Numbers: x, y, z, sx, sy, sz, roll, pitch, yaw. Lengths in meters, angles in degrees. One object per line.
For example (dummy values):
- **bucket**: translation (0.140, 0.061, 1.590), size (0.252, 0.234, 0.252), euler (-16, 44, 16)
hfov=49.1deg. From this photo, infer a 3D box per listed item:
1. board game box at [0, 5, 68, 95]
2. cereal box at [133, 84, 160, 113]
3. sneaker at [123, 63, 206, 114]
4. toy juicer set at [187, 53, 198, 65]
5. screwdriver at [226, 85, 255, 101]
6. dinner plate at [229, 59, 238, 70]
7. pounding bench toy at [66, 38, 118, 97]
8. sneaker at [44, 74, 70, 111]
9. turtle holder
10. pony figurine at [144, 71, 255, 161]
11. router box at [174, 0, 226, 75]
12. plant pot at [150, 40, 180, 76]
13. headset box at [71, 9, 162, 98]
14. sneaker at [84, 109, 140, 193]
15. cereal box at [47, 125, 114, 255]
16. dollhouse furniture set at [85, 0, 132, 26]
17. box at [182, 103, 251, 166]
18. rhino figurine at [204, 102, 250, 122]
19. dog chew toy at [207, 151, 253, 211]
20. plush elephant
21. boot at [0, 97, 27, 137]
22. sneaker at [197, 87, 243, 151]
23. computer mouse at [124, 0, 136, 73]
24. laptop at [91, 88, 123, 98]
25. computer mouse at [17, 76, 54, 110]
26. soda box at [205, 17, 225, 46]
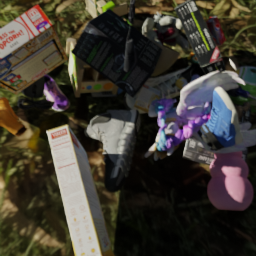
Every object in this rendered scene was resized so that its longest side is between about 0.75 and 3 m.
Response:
- **board game box**: translation (-2.723, -1.868, 7.417), size (1.988, 2.624, 0.608), euler (-36, 90, -6)
- **cereal box**: translation (0.597, -0.916, 8.820), size (0.588, 0.162, 0.817), euler (26, 75, -5)
- **sneaker**: translation (1.290, -1.445, 9.109), size (2.940, 1.691, 1.109), euler (-23, 86, -16)
- **toy juicer set**: translation (2.576, -2.704, 10.987), size (0.509, 0.218, 0.800), euler (12, 57, 8)
- **screwdriver**: translation (3.465, -0.808, 7.597), size (0.429, 0.411, 2.948), euler (-16, 31, -24)
- **dinner plate**: translation (4.037, -2.184, 10.359), size (0.925, 0.112, 0.925), euler (35, 29, -23)
- **pounding bench toy**: translation (-1.171, -2.333, 9.780), size (1.652, 1.316, 2.118), euler (-7, 58, -21)
- **sneaker**: translation (-2.613, -1.259, 9.678), size (0.632, 0.694, 1.570), euler (-33, 70, -20)
- **turtle holder**: translation (3.742, -1.312, 9.301), size (1.807, 1.373, 1.283), euler (4, 80, 21)
- **pony figurine**: translation (1.726, -0.383, 7.483), size (2.753, 2.375, 2.852), euler (-21, 28, 19)
- **router box**: translation (2.153, -2.546, 8.225), size (0.613, 1.478, 1.973), euler (-25, 78, 19)
- **plant pot**: translation (0.888, -2.552, 10.198), size (1.680, 1.128, 1.680), euler (22, 20, -9)
- **headset box**: translation (-0.294, -2.285, 8.173), size (2.278, 1.057, 1.984), euler (35, 34, -10)
- **sneaker**: translation (-0.652, 0.560, 8.389), size (1.585, 1.030, 2.745), euler (9, 54, 13)
- **cereal box**: translation (-1.062, 1.626, 6.536), size (0.574, 2.089, 2.904), euler (-19, 65, -4)
- **dollhouse furniture set**: translation (-0.918, -5.209, 11.879), size (1.173, 1.531, 2.337), euler (-26, 60, -15)
- **box**: translation (2.842, 0.131, 8.857), size (1.792, 0.565, 2.272), euler (14, 57, 9)
- **rhino figurine**: translation (2.572, -0.638, 8.593), size (2.015, 0.602, 0.881), euler (21, 45, 31)
- **dog chew toy**: translation (2.709, 1.252, 7.537), size (1.151, 1.151, 1.849), euler (2, 74, 1)
- **plush elephant**: translation (1.140, -3.264, 10.002), size (1.334, 1.419, 1.723), euler (-43, 64, -5)
- **boot**: translation (-3.796, -0.308, 8.940), size (1.321, 1.846, 0.649), euler (40, 94, -12)
- **sneaker**: translation (2.069, -0.112, 6.651), size (0.922, 1.658, 0.636), euler (-25, 35, 8)
- **computer mouse**: translation (0.101, -2.150, 6.604), size (0.286, 1.678, 0.492), euler (5, 13, -3)
- **laptop**: translation (-0.665, -1.862, 10.017), size (1.436, 0.832, 1.345), euler (-4, 55, -19)
- **computer mouse**: translation (-3.012, -1.453, 9.046), size (1.193, 0.454, 1.723), euler (-2, 77, -41)
- **soda box**: translation (2.738, -3.020, 8.779), size (0.308, 0.880, 0.279), euler (-47, 35, -15)
